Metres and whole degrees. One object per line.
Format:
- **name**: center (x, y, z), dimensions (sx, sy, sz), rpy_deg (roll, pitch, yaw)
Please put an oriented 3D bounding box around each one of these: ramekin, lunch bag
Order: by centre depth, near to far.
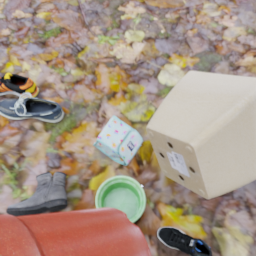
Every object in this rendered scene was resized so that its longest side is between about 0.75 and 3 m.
- **ramekin**: center (-0.205, 2.122, 7.922), dimensions (1.380, 0.674, 1.380), rpy_deg (0, 60, 0)
- **lunch bag**: center (-0.273, 0.436, 8.853), dimensions (1.286, 0.784, 1.095), rpy_deg (35, 61, -2)

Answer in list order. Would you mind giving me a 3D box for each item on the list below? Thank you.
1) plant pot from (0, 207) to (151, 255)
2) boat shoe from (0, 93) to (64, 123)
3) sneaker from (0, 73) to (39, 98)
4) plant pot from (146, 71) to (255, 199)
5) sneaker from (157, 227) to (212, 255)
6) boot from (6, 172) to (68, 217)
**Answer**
- **plant pot**: center (-1.156, 2.484, 4.428), dimensions (2.653, 2.727, 2.727), rpy_deg (2, 51, -44)
- **boat shoe**: center (-3.390, -0.689, 9.521), dimensions (2.333, 0.721, 0.874), rpy_deg (11, 61, 7)
- **sneaker**: center (-4.297, -1.637, 9.930), dimensions (2.141, 0.963, 0.749), rpy_deg (9, 60, 5)
- **plant pot**: center (1.628, 0.209, 5.949), dimensions (1.841, 2.077, 2.079), rpy_deg (-34, 31, -21)
- **sneaker**: center (1.505, 2.963, 7.347), dimensions (1.479, 0.827, 0.540), rpy_deg (23, 62, 13)
- **boot**: center (-2.631, 1.914, 8.175), dimensions (1.705, 0.595, 1.122), rpy_deg (-5, 56, -16)
